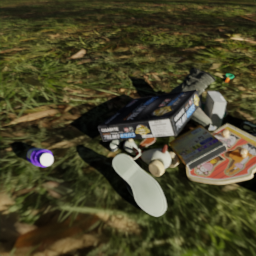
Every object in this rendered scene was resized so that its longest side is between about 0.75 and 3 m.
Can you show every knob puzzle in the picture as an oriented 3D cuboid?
[{"bbox_3d":[2.741,0.783,8.346,2.632,0.365,2.632,-18,32,12],"label":"knob puzzle"}]

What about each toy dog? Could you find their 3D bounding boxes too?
[{"bbox_3d":[0.620,0.700,8.669,1.917,0.923,1.264,13,31,19],"label":"toy dog"}]

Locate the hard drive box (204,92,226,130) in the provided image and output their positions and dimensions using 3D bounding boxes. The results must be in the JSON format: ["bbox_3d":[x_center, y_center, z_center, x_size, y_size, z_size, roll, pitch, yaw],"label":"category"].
[{"bbox_3d":[3.237,-0.647,10.602,0.458,1.193,0.930,-1,33,-2],"label":"hard drive box"}]

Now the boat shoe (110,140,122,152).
[{"bbox_3d":[-0.404,0.536,9.596,0.304,0.242,0.803,18,35,23],"label":"boat shoe"}]

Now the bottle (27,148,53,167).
[{"bbox_3d":[-2.567,0.871,8.249,0.625,0.489,1.497,2,-2,-28],"label":"bottle"}]

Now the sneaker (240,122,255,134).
[{"bbox_3d":[4.628,-0.023,10.163,0.975,0.375,0.432,24,39,24],"label":"sneaker"}]

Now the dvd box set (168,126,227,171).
[{"bbox_3d":[2.080,0.571,8.670,1.255,0.252,1.716,-29,21,-1],"label":"dvd box set"}]

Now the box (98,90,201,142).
[{"bbox_3d":[0.800,-0.459,9.677,2.717,0.680,2.737,-4,23,33],"label":"box"}]

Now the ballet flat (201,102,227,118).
[{"bbox_3d":[3.382,-0.782,11.535,1.410,0.480,0.474,22,40,16],"label":"ballet flat"}]

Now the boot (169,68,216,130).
[{"bbox_3d":[2.705,-1.326,10.916,0.981,1.892,2.897,33,14,-33],"label":"boot"}]

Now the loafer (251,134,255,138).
[{"bbox_3d":[4.034,1.227,8.047,0.894,1.021,2.840,-32,28,10],"label":"loafer"}]

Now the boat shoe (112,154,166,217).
[{"bbox_3d":[0.342,1.528,7.544,0.758,0.605,2.005,-35,60,-3],"label":"boat shoe"}]

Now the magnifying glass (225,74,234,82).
[{"bbox_3d":[5.332,-2.646,14.867,0.424,0.119,1.065,16,33,23],"label":"magnifying glass"}]
